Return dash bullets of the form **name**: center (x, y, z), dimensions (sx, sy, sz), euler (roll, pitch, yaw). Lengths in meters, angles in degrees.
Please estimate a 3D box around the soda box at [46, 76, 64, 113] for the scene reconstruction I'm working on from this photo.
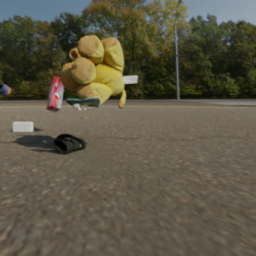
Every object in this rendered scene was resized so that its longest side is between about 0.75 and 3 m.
- **soda box**: center (-3.906, -1.808, 15.111), dimensions (0.581, 1.834, 0.642), euler (17, -28, -33)

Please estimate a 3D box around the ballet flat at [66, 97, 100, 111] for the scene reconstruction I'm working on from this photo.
- **ballet flat**: center (-1.423, -0.731, 8.729), dimensions (1.133, 0.388, 0.385), euler (-2, -9, 14)

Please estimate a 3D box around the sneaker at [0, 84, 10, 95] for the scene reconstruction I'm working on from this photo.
- **sneaker**: center (-5.379, -1.592, 11.177), dimensions (1.216, 0.458, 0.477), euler (-5, -25, -7)

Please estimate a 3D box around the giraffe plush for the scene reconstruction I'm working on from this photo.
- **giraffe plush**: center (-1.446, -2.018, 10.397), dimensions (2.392, 2.545, 2.950), euler (11, 0, 35)

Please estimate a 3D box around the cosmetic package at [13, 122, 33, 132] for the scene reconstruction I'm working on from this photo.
- **cosmetic package**: center (-5.904, -0.051, 15.741), dimensions (1.021, 0.518, 0.364), euler (1, 7, 2)

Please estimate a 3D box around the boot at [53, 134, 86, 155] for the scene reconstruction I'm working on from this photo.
- **boot**: center (-2.439, 0.578, 10.451), dimensions (1.478, 0.556, 1.105), euler (5, 9, 31)
